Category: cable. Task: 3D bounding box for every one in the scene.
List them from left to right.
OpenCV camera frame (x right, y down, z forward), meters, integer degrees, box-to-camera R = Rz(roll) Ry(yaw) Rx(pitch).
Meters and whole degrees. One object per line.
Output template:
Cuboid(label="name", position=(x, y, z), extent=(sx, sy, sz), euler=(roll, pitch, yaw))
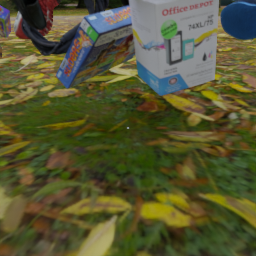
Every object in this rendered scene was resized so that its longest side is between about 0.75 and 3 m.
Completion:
Cuboid(label="cable", position=(-1.518, -2.731, 6.592), extent=(1.823, 2.234, 0.567), euler=(19, 17, -20))

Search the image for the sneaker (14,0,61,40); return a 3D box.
Cuboid(label="sneaker", position=(-2.561, -3.203, 7.666), extent=(0.933, 0.884, 2.270), euler=(-5, 52, 22))

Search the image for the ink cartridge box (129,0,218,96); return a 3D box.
Cuboid(label="ink cartridge box", position=(0.870, -1.766, 5.487), extent=(1.243, 1.694, 1.237), euler=(-18, 36, -12))

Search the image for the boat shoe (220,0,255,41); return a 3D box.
Cuboid(label="boat shoe", position=(3.688, -2.907, 7.288), extent=(1.018, 1.247, 2.964), euler=(-27, 28, -13))

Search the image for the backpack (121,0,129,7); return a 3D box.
Cuboid(label="backpack", position=(0.307, -4.027, 7.892), extent=(1.546, 2.011, 1.640), euler=(-43, 54, -19))

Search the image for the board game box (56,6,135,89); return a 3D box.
Cuboid(label="board game box", position=(-0.342, -2.007, 6.557), extent=(0.445, 1.748, 2.583), euler=(49, 45, 4))

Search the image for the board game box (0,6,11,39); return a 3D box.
Cuboid(label="board game box", position=(-4.002, -3.262, 8.250), extent=(0.950, 0.316, 1.412), euler=(26, -13, -17))

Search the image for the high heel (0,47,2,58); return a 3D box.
Cuboid(label="high heel", position=(-2.238, -0.711, 2.939), extent=(1.618, 0.578, 1.154), euler=(-17, -9, 9))

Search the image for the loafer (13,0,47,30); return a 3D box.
Cuboid(label="loafer", position=(-1.488, -1.853, 4.205), extent=(0.330, 0.939, 0.319), euler=(18, 67, 27))
